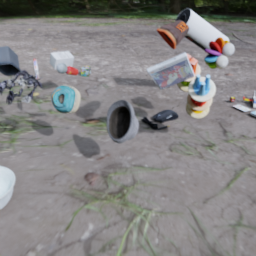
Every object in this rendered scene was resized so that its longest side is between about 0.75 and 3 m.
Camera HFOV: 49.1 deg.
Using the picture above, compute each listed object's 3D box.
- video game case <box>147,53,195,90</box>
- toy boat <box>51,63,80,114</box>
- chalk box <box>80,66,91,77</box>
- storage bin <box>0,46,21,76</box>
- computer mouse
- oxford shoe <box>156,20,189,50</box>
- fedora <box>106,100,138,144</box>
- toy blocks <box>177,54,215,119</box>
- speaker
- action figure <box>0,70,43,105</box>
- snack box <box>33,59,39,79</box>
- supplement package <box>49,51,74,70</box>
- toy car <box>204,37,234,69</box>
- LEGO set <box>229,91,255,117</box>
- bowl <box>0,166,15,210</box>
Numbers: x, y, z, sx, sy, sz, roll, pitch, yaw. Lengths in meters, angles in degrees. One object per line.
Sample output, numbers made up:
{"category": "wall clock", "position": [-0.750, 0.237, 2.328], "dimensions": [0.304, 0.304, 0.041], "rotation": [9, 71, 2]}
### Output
{"category": "video game case", "position": [1.290, -1.619, 8.266], "dimensions": [1.163, 1.276, 0.147], "rotation": [-20, 67, 17]}
{"category": "toy boat", "position": [-2.009, -1.216, 8.769], "dimensions": [1.280, 1.523, 0.708], "rotation": [11, 3, 43]}
{"category": "chalk box", "position": [-2.659, -3.484, 17.381], "dimensions": [0.491, 0.495, 0.792], "rotation": [5, 28, 8]}
{"category": "storage bin", "position": [-3.831, -2.102, 8.823], "dimensions": [0.699, 0.645, 0.961], "rotation": [-8, -10, 1]}
{"category": "computer mouse", "position": [1.539, -0.402, 11.865], "dimensions": [1.702, 0.392, 1.195], "rotation": [-13, 30, -21]}
{"category": "oxford shoe", "position": [1.277, -2.673, 7.713], "dimensions": [0.720, 0.707, 1.986], "rotation": [-40, 11, 19]}
{"category": "fedora", "position": [-0.088, -0.135, 7.915], "dimensions": [1.076, 1.217, 0.549], "rotation": [-27, -28, 36]}
{"category": "toy blocks", "position": [2.080, -1.485, 8.778], "dimensions": [0.811, 2.234, 1.862], "rotation": [-17, 71, 4]}
{"category": "speaker", "position": [3.172, -4.046, 12.067], "dimensions": [2.514, 1.021, 1.021], "rotation": [22, 17, -31]}
{"category": "action figure", "position": [-3.094, -1.182, 8.078], "dimensions": [0.854, 0.733, 1.437], "rotation": [44, 32, -2]}
{"category": "snack box", "position": [-3.403, -2.189, 10.344], "dimensions": [0.125, 0.370, 1.030], "rotation": [-9, 37, -16]}
{"category": "supplement package", "position": [-3.186, -3.238, 13.428], "dimensions": [0.960, 0.582, 0.575], "rotation": [-19, 57, -37]}
{"category": "toy car", "position": [3.017, -2.593, 9.652], "dimensions": [0.800, 1.067, 0.934], "rotation": [19, 13, -31]}
{"category": "LEGO set", "position": [5.934, -1.113, 13.050], "dimensions": [1.711, 0.562, 2.290], "rotation": [-12, 31, -28]}
{"category": "bowl", "position": [-3.829, 1.816, 7.408], "dimensions": [1.738, 0.781, 1.738], "rotation": [-1, 28, 0]}
